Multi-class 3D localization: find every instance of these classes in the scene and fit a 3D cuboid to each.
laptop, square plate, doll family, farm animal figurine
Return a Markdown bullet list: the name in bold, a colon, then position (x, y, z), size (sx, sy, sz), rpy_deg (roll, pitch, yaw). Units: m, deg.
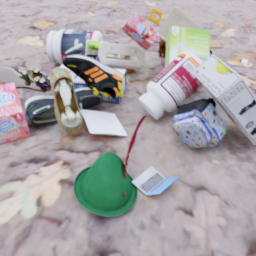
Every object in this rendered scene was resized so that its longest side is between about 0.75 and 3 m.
- **laptop**: position (0.711, 1.349, 7.351), size (0.891, 0.517, 0.834), rpy_deg (39, 50, 26)
- **square plate**: position (-0.843, -0.125, 9.250), size (1.308, 0.188, 1.320), rpy_deg (6, 34, -30)
- **doll family**: position (-2.790, -1.476, 9.075), size (1.513, 0.875, 0.594), rpy_deg (31, 64, 11)
- **farm animal figurine**: position (2.584, -3.647, 13.053), size (2.407, 1.499, 2.981), rpy_deg (-3, 37, -4)

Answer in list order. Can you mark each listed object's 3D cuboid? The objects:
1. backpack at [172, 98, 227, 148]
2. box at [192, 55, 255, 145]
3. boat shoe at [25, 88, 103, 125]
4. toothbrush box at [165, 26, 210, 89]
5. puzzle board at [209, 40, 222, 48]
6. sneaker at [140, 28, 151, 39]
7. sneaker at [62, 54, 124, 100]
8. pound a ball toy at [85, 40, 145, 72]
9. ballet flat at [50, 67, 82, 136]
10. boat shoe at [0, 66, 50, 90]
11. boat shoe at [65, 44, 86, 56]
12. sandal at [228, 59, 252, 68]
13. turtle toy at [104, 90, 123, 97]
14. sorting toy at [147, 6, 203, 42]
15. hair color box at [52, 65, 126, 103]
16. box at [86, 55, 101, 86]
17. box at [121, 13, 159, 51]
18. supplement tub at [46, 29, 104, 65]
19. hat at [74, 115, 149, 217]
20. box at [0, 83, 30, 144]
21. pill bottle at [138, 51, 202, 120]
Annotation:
- **backpack**: position (2.148, -0.040, 8.323), size (1.159, 1.434, 1.505), rpy_deg (-54, 18, -19)
- **box**: position (3.076, -0.766, 8.095), size (0.778, 2.589, 1.510), rpy_deg (-41, 37, 15)
- **boat shoe**: position (-2.079, -0.676, 9.684), size (2.755, 1.042, 0.831), rpy_deg (-15, 51, -18)
- **toothbrush box**: position (2.325, -2.777, 11.154), size (1.577, 0.932, 2.166), rpy_deg (6, 82, -3)
- **puzzle board**: position (4.669, -4.627, 15.506), size (0.773, 0.089, 1.026), rpy_deg (-1, 37, 1)
- **sneaker**: position (0.667, -3.344, 10.024), size (0.354, 0.321, 0.835), rpy_deg (29, 12, -9)
- **sneaker**: position (-1.101, -1.556, 8.822), size (2.091, 0.731, 0.941), rpy_deg (17, 74, -28)
- **pound a ball toy**: position (-0.612, -3.161, 12.552), size (2.827, 1.201, 1.844), rpy_deg (-4, 21, -40)
- **ballet flat**: position (-1.839, -0.639, 8.362), size (0.804, 2.281, 0.745), rpy_deg (-18, 29, -12)
- **boat shoe**: position (-4.365, -2.117, 11.756), size (2.380, 0.796, 0.678), rpy_deg (15, 27, 11)
- **boat shoe**: position (-1.894, -2.738, 10.136), size (1.206, 0.373, 0.451), rpy_deg (-2, 39, 52)
- **sandal**: position (5.364, -3.139, 13.370), size (1.113, 0.319, 0.426), rpy_deg (10, 39, 13)
- **turtle toy**: position (-0.586, -1.322, 9.922), size (0.855, 0.432, 0.623), rpy_deg (10, 12, 27)
- **sorting toy**: position (2.202, -4.208, 12.232), size (2.996, 0.408, 1.687), rpy_deg (35, 81, -6)
- **hair color box**: position (-1.526, -1.773, 11.147), size (2.716, 0.822, 1.358), rpy_deg (7, 40, 7)
- **box**: position (-1.264, -2.004, 9.908), size (0.490, 0.939, 0.694), rpy_deg (8, 55, 20)
- **box**: position (0.487, -3.844, 11.241), size (1.339, 0.667, 0.639), rpy_deg (37, 73, -14)
- **supplement tub**: position (-2.387, -3.670, 12.966), size (2.338, 1.641, 1.641), rpy_deg (5, 38, 6)
- **hat**: position (-0.393, 0.816, 6.842), size (1.656, 1.760, 1.999), rpy_deg (8, 34, -10)
- **box**: position (-4.117, -0.544, 9.422), size (1.095, 1.010, 2.135), rpy_deg (-16, 40, -19)
- **pill bottle**: position (1.500, -1.409, 9.617), size (2.301, 1.300, 1.300), rpy_deg (-43, 47, -2)
